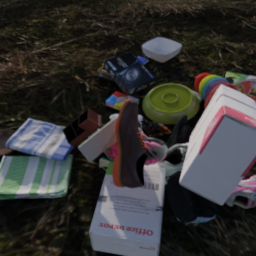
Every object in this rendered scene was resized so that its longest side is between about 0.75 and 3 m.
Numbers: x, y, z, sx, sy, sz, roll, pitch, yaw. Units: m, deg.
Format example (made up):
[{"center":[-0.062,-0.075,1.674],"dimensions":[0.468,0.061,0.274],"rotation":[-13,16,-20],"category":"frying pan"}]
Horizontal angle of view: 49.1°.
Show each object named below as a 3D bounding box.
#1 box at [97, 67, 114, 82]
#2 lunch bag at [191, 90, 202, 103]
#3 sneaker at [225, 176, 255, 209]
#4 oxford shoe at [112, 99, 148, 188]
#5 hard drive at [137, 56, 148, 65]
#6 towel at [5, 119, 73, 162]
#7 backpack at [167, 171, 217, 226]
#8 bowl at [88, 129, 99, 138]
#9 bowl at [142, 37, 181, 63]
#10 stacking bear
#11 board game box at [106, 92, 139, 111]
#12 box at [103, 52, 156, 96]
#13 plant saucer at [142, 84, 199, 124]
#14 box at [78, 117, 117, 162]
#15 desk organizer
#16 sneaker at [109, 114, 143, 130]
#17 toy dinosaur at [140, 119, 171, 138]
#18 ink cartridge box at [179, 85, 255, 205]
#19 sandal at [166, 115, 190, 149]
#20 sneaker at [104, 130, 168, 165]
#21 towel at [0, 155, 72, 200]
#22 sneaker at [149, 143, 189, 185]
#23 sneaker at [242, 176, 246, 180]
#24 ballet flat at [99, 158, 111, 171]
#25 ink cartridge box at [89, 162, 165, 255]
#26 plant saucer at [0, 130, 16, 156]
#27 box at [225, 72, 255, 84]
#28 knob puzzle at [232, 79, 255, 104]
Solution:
[{"center":[-0.536,-2.961,14.866],"dimensions":[1.700,0.419,1.357],"rotation":[22,44,24],"category":"box"},{"center":[3.070,-1.438,13.119],"dimensions":[0.817,0.315,0.655],"rotation":[28,44,15],"category":"lunch bag"},{"center":[3.898,2.089,8.832],"dimensions":[2.109,0.858,0.930],"rotation":[-7,42,5],"category":"sneaker"},{"center":[0.177,0.401,7.358],"dimensions":[0.851,2.345,0.835],"rotation":[0,-6,30],"category":"oxford shoe"},{"center":[0.573,-3.730,15.945],"dimensions":[0.707,0.136,1.072],"rotation":[24,47,25],"category":"hard drive"},{"center":[-3.215,0.407,10.812],"dimensions":[2.437,0.290,1.790],"rotation":[13,39,11],"category":"towel"},{"center":[1.847,2.088,7.992],"dimensions":[1.703,1.310,1.390],"rotation":[11,51,-37],"category":"backpack"},{"center":[-1.046,0.401,10.668],"dimensions":[1.301,1.301,0.585],"rotation":[19,89,21],"category":"bowl"},{"center":[1.932,-4.529,16.431],"dimensions":[1.901,0.710,1.898],"rotation":[31,50,30],"category":"bowl"},{"center":[3.792,-1.758,12.706],"dimensions":[1.469,1.376,2.420],"rotation":[6,27,-15],"category":"stacking bear"},{"center":[-0.262,-1.176,12.911],"dimensions":[1.249,0.252,0.956],"rotation":[21,45,21],"category":"board game box"},{"center":[0.057,-2.728,13.927],"dimensions":[1.729,0.470,2.158],"rotation":[-25,65,-26],"category":"box"},{"center":[1.892,-1.221,12.584],"dimensions":[2.575,0.400,2.575],"rotation":[-5,47,5],"category":"plant saucer"},{"center":[-0.769,0.349,8.416],"dimensions":[1.449,0.688,0.563],"rotation":[-39,95,-11],"category":"box"},{"center":[-1.688,0.019,10.014],"dimensions":[1.553,0.598,0.557],"rotation":[-35,40,29],"category":"desk organizer"},{"center":[-0.162,0.144,10.785],"dimensions":[1.289,0.843,2.243],"rotation":[7,29,6],"category":"sneaker"},{"center":[1.049,0.019,10.865],"dimensions":[1.080,1.592,0.813],"rotation":[-1,76,-33],"category":"toy dinosaur"},{"center":[2.527,0.268,7.583],"dimensions":[1.209,2.140,2.922],"rotation":[27,27,6],"category":"ink cartridge box"},{"center":[1.990,0.391,10.715],"dimensions":[0.536,0.841,2.238],"rotation":[12,48,26],"category":"sandal"},{"center":[0.275,0.447,8.814],"dimensions":[2.511,0.992,1.198],"rotation":[-1,37,45],"category":"sneaker"},{"center":[-3.292,1.631,9.675],"dimensions":[2.523,0.295,1.925],"rotation":[-2,39,-2],"category":"towel"},{"center":[2.118,0.994,9.659],"dimensions":[2.967,1.202,1.115],"rotation":[-19,55,-21],"category":"sneaker"},{"center":[3.332,1.602,9.517],"dimensions":[1.343,0.568,0.500],"rotation":[15,43,16],"category":"sneaker"},{"center":[-0.420,1.444,9.864],"dimensions":[1.364,0.474,0.474],"rotation":[16,43,20],"category":"ballet flat"},{"center":[0.084,2.343,8.280],"dimensions":[1.845,1.065,2.536],"rotation":[6,42,7],"category":"ink cartridge box"},{"center":[-4.871,0.633,10.882],"dimensions":[1.397,0.241,1.397],"rotation":[1,41,0],"category":"plant saucer"},{"center":[5.467,-1.943,13.703],"dimensions":[1.562,0.393,2.164],"rotation":[13,43,15],"category":"box"},{"center":[5.606,-1.462,12.570],"dimensions":[2.571,0.357,2.571],"rotation":[-5,57,7],"category":"knob puzzle"}]
